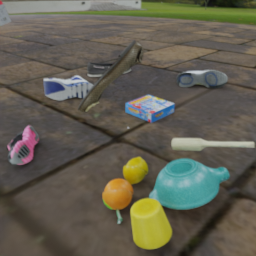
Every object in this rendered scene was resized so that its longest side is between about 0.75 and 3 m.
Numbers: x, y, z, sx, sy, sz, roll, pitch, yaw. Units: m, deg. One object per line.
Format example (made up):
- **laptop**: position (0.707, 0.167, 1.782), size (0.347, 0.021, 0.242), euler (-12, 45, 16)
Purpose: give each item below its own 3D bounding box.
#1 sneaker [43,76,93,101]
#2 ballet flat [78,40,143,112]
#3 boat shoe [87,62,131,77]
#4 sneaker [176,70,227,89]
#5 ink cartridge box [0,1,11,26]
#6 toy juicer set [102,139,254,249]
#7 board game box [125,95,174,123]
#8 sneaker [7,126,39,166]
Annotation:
- **sneaker**: position (-2.205, -1.523, 10.515), size (1.839, 0.743, 1.062), euler (1, 23, -13)
- **ballet flat**: position (-0.334, -0.945, 5.577), size (0.416, 1.796, 0.605), euler (41, 7, -14)
- **boat shoe**: position (-0.850, -2.824, 13.038), size (2.203, 0.628, 0.737), euler (-13, 30, -24)
- **sneaker**: position (3.031, -2.090, 11.539), size (2.025, 0.754, 0.882), euler (6, 23, 10)
- **ink cartridge box**: position (-3.939, -3.624, 8.243), size (0.388, 0.813, 0.926), euler (-33, 63, -17)
- **toy juicer set**: position (0.866, 1.006, 5.509), size (2.977, 0.810, 1.894), euler (-28, 24, -31)
- **board game box**: position (0.708, -0.648, 9.110), size (1.129, 0.322, 1.153), euler (24, 36, 38)
- **sneaker**: position (-2.672, 0.501, 6.810), size (0.676, 0.560, 1.418), euler (-20, 25, 8)
